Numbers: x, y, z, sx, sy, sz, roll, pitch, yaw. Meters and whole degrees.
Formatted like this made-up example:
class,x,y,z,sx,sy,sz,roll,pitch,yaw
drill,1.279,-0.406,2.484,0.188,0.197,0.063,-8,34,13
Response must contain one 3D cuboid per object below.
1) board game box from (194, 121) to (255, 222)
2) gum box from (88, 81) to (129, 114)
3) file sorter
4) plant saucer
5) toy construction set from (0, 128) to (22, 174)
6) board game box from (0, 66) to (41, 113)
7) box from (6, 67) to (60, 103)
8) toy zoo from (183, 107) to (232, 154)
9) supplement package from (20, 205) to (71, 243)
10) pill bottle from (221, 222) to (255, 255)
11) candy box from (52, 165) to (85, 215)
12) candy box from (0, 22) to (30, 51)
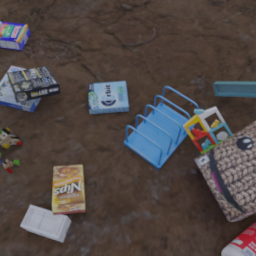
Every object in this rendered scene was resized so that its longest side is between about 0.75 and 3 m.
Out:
class,x,y,z,sx,sy,sz,roll,pitch,yaw
board game box,4.128,1.350,9.179,2.914,1.411,2.323,-37,59,21
gum box,-0.879,-1.331,12.275,1.688,0.376,1.434,-5,58,-4
file sorter,1.307,-0.098,10.852,1.763,1.558,2.540,35,65,18
plant saucer,4.902,-1.625,11.707,2.521,0.881,0.239,6,62,26
toy construction set,-4.748,0.760,10.502,1.372,1.264,1.645,-25,63,-14
board game box,-4.752,-1.755,12.496,1.940,0.421,1.931,14,61,9
box,-3.861,-1.818,11.332,1.704,0.519,2.114,-15,37,-24
toy zoo,2.987,0.153,10.355,1.361,2.075,0.212,-32,17,18
supplement package,-2.721,3.189,9.337,1.347,0.738,0.766,15,60,9
pill bottle,4.340,3.645,8.623,2.658,1.492,1.492,-31,64,-17
candy box,-2.063,2.097,9.714,1.048,0.502,1.815,-3,36,-10
candy box,-5.961,-4.647,14.143,1.565,0.603,1.323,9,58,4
